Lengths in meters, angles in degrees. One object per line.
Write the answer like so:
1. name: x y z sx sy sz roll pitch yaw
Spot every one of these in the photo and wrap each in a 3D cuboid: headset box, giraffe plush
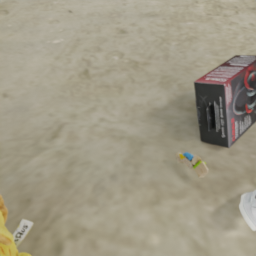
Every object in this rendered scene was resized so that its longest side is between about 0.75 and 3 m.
1. headset box: 2.775 -0.733 7.631 2.441 1.814 0.916 -32 31 -34
2. giraffe plush: -2.303 1.965 4.057 2.481 2.332 2.875 0 40 0

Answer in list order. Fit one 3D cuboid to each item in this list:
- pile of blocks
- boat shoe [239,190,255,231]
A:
1. pile of blocks: 1.545 0.797 6.565 0.303 0.400 0.975 11 17 -40
2. boat shoe: 2.567 1.607 5.634 0.456 0.434 1.268 55 25 10
